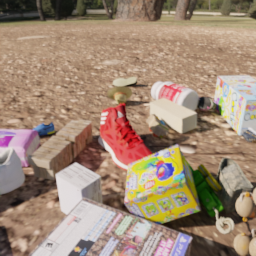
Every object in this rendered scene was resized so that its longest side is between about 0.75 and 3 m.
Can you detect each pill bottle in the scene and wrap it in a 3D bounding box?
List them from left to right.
[{"bbox_3d":[2.048,-1.410,12.730,1.173,1.173,2.089,-19,33,-32],"label":"pill bottle"}]

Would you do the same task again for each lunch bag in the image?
[{"bbox_3d":[2.609,1.450,7.264,0.657,0.916,1.117,-8,38,-6],"label":"lunch bag"}]

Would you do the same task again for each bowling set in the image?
[{"bbox_3d":[2.535,1.996,5.450,1.317,2.454,1.708,-2,3,-17],"label":"bowling set"}]

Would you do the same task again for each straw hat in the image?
[{"bbox_3d":[-0.353,-1.396,13.204,1.291,1.291,0.546,-3,65,-7],"label":"straw hat"}]

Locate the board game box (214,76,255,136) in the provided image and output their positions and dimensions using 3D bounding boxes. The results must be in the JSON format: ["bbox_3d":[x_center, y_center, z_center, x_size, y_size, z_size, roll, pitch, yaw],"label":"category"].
[{"bbox_3d":[4.830,-1.017,11.607,1.522,1.495,2.903,-2,27,-3],"label":"board game box"}]

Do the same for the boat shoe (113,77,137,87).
[{"bbox_3d":[-0.160,-2.540,15.787,1.379,0.504,0.432,-6,-16,12],"label":"boat shoe"}]

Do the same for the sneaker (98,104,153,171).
[{"bbox_3d":[-0.156,0.206,9.063,1.122,1.654,2.864,-22,33,-34],"label":"sneaker"}]

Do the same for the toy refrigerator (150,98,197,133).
[{"bbox_3d":[1.812,-0.522,11.547,0.787,0.725,2.073,-19,31,-26],"label":"toy refrigerator"}]

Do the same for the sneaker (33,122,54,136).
[{"bbox_3d":[-3.392,0.073,10.586,1.206,0.473,0.398,-16,21,-26],"label":"sneaker"}]

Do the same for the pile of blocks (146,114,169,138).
[{"bbox_3d":[1.109,0.023,10.763,0.706,0.534,1.719,29,18,-15],"label":"pile of blocks"}]

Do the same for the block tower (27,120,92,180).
[{"bbox_3d":[-2.107,0.638,9.229,0.757,0.810,2.802,9,27,17],"label":"block tower"}]

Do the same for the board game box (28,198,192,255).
[{"bbox_3d":[-0.324,2.592,4.981,2.396,1.160,1.910,13,30,24],"label":"board game box"}]

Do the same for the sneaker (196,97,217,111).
[{"bbox_3d":[3.234,-1.094,12.850,0.814,0.757,1.886,14,11,-36],"label":"sneaker"}]

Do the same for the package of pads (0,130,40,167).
[{"bbox_3d":[-4.119,0.643,9.142,2.155,0.815,1.298,1,27,1],"label":"package of pads"}]

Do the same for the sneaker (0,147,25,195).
[{"bbox_3d":[-4.125,1.405,7.154,1.098,1.291,2.918,20,34,31],"label":"sneaker"}]

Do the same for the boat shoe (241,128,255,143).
[{"bbox_3d":[4.601,0.428,10.174,0.425,0.331,0.936,-39,54,-5],"label":"boat shoe"}]

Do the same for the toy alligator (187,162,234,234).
[{"bbox_3d":[2.015,1.761,7.039,0.835,0.764,2.815,-41,25,9],"label":"toy alligator"}]

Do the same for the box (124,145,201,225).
[{"bbox_3d":[0.809,1.426,6.910,1.489,0.943,1.546,-24,24,14],"label":"box"}]

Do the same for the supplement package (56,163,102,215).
[{"bbox_3d":[-1.179,1.625,6.852,0.912,1.170,0.649,21,34,34],"label":"supplement package"}]
